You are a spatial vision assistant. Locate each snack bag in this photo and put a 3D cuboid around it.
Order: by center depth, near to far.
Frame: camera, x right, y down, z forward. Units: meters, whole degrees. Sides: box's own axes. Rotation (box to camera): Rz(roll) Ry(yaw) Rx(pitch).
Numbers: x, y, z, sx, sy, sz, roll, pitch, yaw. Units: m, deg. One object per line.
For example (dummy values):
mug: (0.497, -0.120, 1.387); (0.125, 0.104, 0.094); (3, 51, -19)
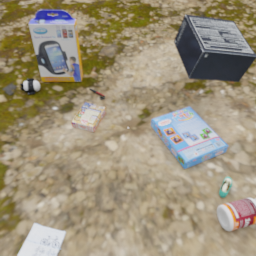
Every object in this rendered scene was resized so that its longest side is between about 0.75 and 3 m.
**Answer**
snack bag: (-2.239, 3.065, 7.293); (1.006, 0.114, 1.067); (11, 46, 11)

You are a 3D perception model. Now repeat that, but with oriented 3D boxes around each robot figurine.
robot figurine: (-4.133, -1.748, 11.839); (0.782, 0.588, 0.488); (-6, 28, -5)

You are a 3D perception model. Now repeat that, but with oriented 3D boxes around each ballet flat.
ballet flat: (2.987, 1.741, 8.483); (0.280, 0.293, 0.832); (21, 48, 22)

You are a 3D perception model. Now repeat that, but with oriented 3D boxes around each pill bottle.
pill bottle: (3.134, 2.315, 7.626); (1.239, 0.700, 0.700); (-11, 46, -11)

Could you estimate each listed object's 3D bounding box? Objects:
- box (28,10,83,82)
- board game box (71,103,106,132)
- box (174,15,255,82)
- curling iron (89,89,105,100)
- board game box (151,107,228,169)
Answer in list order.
box: (-2.925, -3.278, 11.570); (1.780, 2.991, 0.620); (-1, 45, -1)
board game box: (-1.478, -0.428, 10.652); (0.908, 0.277, 1.198); (14, 47, 14)
box: (2.868, -2.687, 9.578); (2.003, 1.235, 1.987); (1, 52, -16)
curling iron: (-1.319, -1.448, 11.779); (0.244, 0.126, 0.984); (-34, 54, -28)
board game box: (2.085, 0.255, 9.874); (1.703, 0.412, 2.251); (-18, 48, -17)
